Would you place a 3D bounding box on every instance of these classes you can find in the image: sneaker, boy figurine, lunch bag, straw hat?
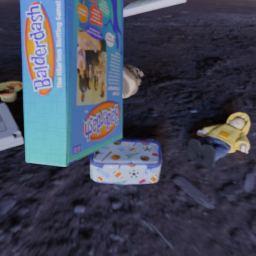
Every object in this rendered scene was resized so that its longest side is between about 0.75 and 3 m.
[{"bbox_3d":[-0.008,-1.430,7.619,0.933,0.851,2.276,-12,22,-7],"label":"sneaker"},{"bbox_3d":[2.600,0.271,7.424,2.240,0.722,1.393,-26,37,-33],"label":"boy figurine"},{"bbox_3d":[-0.079,0.712,6.736,1.743,0.659,1.397,4,29,4],"label":"lunch bag"},{"bbox_3d":[-4.315,-1.212,10.102,1.217,0.515,1.217,0,32,0],"label":"straw hat"}]

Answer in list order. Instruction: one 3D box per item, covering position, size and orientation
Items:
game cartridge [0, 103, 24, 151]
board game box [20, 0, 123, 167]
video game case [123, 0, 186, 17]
[{"bbox_3d":[-4.153,0.009,8.121,1.653,0.502,2.480,-13,33,-28],"label":"game cartridge"},{"bbox_3d":[-0.577,-0.915,3.605,0.546,2.425,1.844,3,7,17],"label":"board game box"},{"bbox_3d":[0.908,-4.150,9.297,2.067,0.227,1.884,-7,29,18],"label":"video game case"}]
